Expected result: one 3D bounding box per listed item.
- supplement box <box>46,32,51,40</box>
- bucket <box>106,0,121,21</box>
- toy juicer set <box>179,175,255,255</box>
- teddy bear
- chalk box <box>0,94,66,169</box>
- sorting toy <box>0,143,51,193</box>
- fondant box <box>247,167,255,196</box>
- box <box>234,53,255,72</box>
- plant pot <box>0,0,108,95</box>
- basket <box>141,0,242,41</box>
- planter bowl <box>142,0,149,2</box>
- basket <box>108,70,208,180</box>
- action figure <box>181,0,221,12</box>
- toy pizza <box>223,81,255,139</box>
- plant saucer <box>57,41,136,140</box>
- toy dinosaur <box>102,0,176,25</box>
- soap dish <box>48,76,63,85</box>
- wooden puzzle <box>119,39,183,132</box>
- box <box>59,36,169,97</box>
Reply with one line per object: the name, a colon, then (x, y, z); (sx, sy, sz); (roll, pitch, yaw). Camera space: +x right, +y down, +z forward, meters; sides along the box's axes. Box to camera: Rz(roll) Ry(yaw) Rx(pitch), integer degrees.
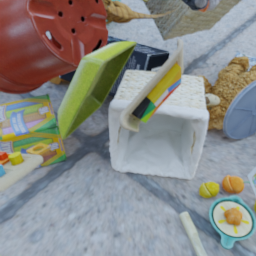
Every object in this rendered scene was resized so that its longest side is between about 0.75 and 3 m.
supplement box: (-3.564, -4.314, 11.045); (1.508, 1.540, 2.980); (9, 44, 37)
bucket: (-1.576, -5.442, 12.072); (2.223, 2.223, 1.447); (17, 51, 15)
toy juicer set: (2.003, 1.771, 6.019); (2.328, 0.633, 1.481); (-29, 53, -25)
teddy bear: (2.924, -1.147, 8.130); (2.705, 0.903, 1.961); (-30, 59, -5)
chalk box: (-2.819, 0.248, 7.020); (2.139, 1.331, 1.324); (-17, 48, -14)
sorting toy: (-1.907, 0.560, 4.174); (0.954, 0.231, 1.694); (4, 26, 27)
fondant box: (2.600, 0.400, 3.460); (0.638, 2.189, 1.579); (33, 23, -3)
box: (4.031, -1.545, 9.324); (1.688, 0.492, 2.466); (24, 51, 23)
plant pot: (-1.897, -2.077, 6.016); (2.449, 2.519, 2.519); (-1, 38, 40)
basket: (1.932, -4.000, 8.201); (2.231, 2.211, 1.794); (-21, 84, -24)
planter bowl: (0.734, -3.872, 7.243); (0.495, 1.187, 1.187); (-3, 45, -21)
basket: (0.704, -0.095, 6.859); (2.118, 2.099, 1.704); (6, 42, 6)
action figure: (1.163, -2.998, 5.840); (1.702, 0.920, 1.760); (24, 32, -15)
toy pizza: (3.235, -0.530, 7.340); (1.950, 1.950, 0.309); (-19, 44, -17)
plant saucer: (-0.582, -0.752, 4.703); (0.373, 1.556, 1.554); (35, 33, 1)
toy dinosaur: (-0.072, -2.821, 6.982); (2.351, 0.710, 1.248); (-13, 33, -41)
soap dish: (-2.040, -2.288, 9.562); (0.664, 1.287, 1.636); (43, 52, -8)
wooden puzzle: (0.477, -0.550, 4.501); (0.276, 1.370, 1.481); (37, 94, 11)
box: (-0.379, -1.928, 8.597); (2.668, 1.428, 1.980); (20, 24, 18)
